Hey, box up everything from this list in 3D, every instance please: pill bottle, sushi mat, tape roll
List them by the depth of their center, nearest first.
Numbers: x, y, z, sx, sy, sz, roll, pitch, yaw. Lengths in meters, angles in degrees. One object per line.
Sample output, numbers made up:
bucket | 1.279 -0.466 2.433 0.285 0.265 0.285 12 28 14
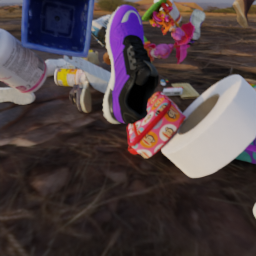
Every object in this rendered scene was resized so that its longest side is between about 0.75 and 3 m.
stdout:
tape roll | 2.148 -0.052 7.321 0.973 2.781 2.781 41 30 -6
pill bottle | -3.507 -1.989 8.031 1.260 1.260 2.224 18 -11 32
pill bottle | 1.601 -4.781 11.364 0.686 1.253 0.686 -23 46 27
sushi mat | 2.770 -1.800 13.520 0.937 0.119 1.959 -4 27 -5
pill bottle | -2.825 -2.527 14.116 1.591 0.869 0.869 6 28 11

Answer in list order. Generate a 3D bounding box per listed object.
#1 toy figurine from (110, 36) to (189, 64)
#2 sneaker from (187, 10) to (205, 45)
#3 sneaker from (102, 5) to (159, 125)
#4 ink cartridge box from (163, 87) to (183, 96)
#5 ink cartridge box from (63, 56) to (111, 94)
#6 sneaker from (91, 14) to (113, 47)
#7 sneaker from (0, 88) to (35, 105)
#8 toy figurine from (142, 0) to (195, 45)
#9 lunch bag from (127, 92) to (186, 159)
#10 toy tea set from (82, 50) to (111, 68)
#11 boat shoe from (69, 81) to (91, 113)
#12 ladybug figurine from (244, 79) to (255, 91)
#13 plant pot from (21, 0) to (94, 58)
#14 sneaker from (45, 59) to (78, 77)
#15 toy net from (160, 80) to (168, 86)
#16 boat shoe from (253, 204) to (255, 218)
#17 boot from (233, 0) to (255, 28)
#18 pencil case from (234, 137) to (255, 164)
toy figurine | 0.970 -2.791 10.128 2.296 1.873 2.494 -1 19 42
sneaker | 2.144 -3.308 9.304 0.451 0.645 1.298 22 68 -5
sneaker | 0.180 -1.360 6.138 0.925 2.661 1.323 -2 7 -35
ink cartridge box | 2.145 -1.828 13.288 0.836 0.293 1.028 -1 32 18
ink cartridge box | -1.861 -2.578 13.191 2.693 0.768 2.189 19 22 -21
sneaker | -0.923 -4.085 11.279 1.278 1.105 2.949 -44 18 8
sneaker | -4.939 -1.494 12.348 1.947 0.744 0.784 7 19 11
toy figurine | 1.325 -3.097 8.359 1.448 1.181 1.573 44 42 -5
lunch bag | 0.680 -0.042 8.440 0.914 1.964 2.230 39 11 -12
toy tea set | -1.006 -3.310 14.818 2.838 1.688 1.050 -2 30 -8
boat shoe | -2.024 -1.279 11.707 0.862 0.957 2.661 -11 28 -1
ladybug figurine | 5.436 -1.577 12.376 1.432 0.759 2.110 -10 29 -19
plant pot | -1.995 -3.103 8.020 1.807 1.807 1.624 6 18 -15
sneaker | -3.743 -3.485 15.973 1.398 0.891 2.418 7 27 19
toy net | 1.866 -2.319 14.527 0.409 0.151 0.781 6 29 5
boat shoe | 3.523 1.998 5.479 0.773 0.696 2.185 -17 32 -29
boot | 3.195 -3.199 7.475 0.690 0.830 0.300 -43 30 -6
pencil case | 4.010 0.680 7.620 2.554 1.087 1.180 20 14 34
